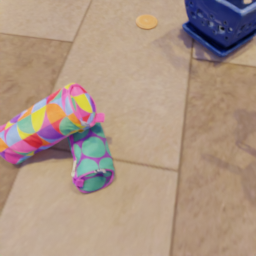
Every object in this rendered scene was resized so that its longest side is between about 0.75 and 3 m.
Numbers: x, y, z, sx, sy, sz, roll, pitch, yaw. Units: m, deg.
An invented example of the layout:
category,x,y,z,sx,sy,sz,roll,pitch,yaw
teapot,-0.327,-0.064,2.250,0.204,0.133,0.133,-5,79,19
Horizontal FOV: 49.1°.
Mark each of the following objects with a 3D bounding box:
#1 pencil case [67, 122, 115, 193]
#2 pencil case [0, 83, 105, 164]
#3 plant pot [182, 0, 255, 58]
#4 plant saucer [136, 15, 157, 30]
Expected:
category,x,y,z,sx,sy,sz,roll,pitch,yaw
pencil case,-1.172,0.389,7.522,1.145,1.054,2.477,4,51,-36
pencil case,-2.066,-0.033,7.122,2.818,1.245,1.245,-23,55,23
plant pot,3.400,-3.999,9.636,2.398,2.156,2.398,-34,64,-20
plant saucer,0.720,-4.152,10.926,0.843,0.136,0.843,0,58,-1
